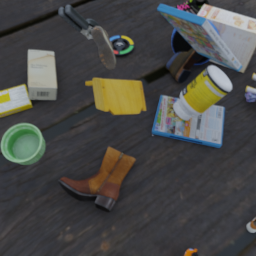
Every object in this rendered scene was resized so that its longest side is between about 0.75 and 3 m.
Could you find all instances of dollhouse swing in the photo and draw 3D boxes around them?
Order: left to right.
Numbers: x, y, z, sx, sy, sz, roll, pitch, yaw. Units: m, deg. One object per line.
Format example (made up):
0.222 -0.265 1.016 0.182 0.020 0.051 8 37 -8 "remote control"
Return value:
-0.455 -0.882 8.110 1.372 1.206 1.247 -4 82 -37 "dollhouse swing"

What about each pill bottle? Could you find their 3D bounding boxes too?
2.378 -1.075 9.228 1.036 1.850 1.036 27 39 -25 "pill bottle"

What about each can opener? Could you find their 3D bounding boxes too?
-1.879 -4.165 11.073 0.597 2.267 0.753 -9 80 24 "can opener"

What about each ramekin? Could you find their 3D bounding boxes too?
-2.775 0.474 7.544 1.081 0.528 1.081 -1 69 2 "ramekin"

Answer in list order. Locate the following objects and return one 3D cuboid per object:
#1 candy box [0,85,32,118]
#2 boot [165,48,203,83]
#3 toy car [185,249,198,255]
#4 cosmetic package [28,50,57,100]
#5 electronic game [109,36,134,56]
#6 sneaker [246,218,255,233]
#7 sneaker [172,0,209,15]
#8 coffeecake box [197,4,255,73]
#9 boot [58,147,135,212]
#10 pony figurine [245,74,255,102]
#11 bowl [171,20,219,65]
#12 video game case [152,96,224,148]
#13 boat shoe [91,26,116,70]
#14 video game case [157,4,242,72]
-5.288 -0.986 11.644 2.339 0.309 1.196 -19 62 -13 "candy box"
2.532 -3.195 12.205 0.854 2.285 1.107 7 34 -50 "boot"
1.405 3.775 7.472 0.759 2.281 1.119 9 73 21 "toy car"
-3.728 -2.290 12.086 1.160 0.819 2.241 -1 56 -20 "cosmetic package"
-0.415 -4.039 13.715 1.433 0.298 1.433 0 56 0 "electronic game"
4.380 2.944 8.881 1.212 0.513 0.441 -22 57 -16 "sneaker"
3.154 -6.346 14.799 2.459 1.076 0.907 0 56 0 "sneaker"
4.316 -3.977 12.575 2.750 2.111 1.005 25 59 16 "coffeecake box"
-1.053 1.510 9.712 2.057 0.748 2.185 18 57 12 "boot"
5.936 -1.302 11.180 2.267 1.888 2.189 17 45 27 "pony figurine"
2.928 -3.779 12.411 2.149 2.149 0.422 21 47 13 "bowl"
2.439 -0.305 11.237 2.659 0.237 1.903 12 57 8 "video game case"
-0.700 -2.656 9.252 0.538 1.445 0.530 -11 18 28 "boat shoe"
2.386 -2.916 9.188 0.254 2.850 2.040 -56 46 9 "video game case"
